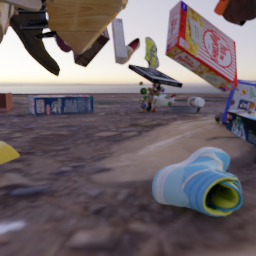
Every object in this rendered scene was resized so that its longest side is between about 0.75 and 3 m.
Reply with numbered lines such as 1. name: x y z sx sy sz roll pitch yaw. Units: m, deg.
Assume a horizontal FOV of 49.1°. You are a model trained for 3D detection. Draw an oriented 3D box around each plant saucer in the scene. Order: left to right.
1. plant saucer: -2.674 0.421 4.437 1.317 0.319 1.317 2 10 15

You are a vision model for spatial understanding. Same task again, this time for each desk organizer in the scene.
1. desk organizer: -6.189 -1.270 13.645 0.826 0.886 2.302 -3 9 -17

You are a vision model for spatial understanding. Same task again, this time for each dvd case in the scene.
1. dvd case: 1.000 -2.014 10.770 1.419 0.234 1.888 3 26 -33

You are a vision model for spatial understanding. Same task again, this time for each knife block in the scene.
1. knife block: -1.336 -2.666 6.085 2.146 1.884 0.687 -40 14 26

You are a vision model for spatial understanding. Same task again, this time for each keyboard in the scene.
1. keyboard: 3.142 -0.214 9.087 0.731 0.278 1.405 16 16 11

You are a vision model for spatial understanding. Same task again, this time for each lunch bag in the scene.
1. lunch bag: 3.554 -0.765 8.488 1.558 1.325 0.965 -1 21 -35

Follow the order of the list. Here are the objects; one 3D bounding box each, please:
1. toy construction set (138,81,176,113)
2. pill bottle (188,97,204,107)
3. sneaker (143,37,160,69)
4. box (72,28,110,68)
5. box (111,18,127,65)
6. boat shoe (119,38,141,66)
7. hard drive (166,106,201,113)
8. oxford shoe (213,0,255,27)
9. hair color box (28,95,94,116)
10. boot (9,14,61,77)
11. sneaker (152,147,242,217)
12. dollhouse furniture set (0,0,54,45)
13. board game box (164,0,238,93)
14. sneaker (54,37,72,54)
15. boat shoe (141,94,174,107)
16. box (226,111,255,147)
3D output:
1. toy construction set: 1.256 -1.402 13.419 1.717 1.432 1.320 1 -2 -11
2. pill bottle: 3.928 -1.481 16.161 0.558 0.558 0.959 -4 10 -22
3. sneaker: 0.962 -3.253 12.319 0.565 1.479 0.558 -25 20 -18
4. box: -1.457 -3.191 10.734 0.633 0.846 1.690 14 -40 -38
5. box: -0.291 -2.690 8.598 0.350 1.690 0.327 1 -30 -14
6. boat shoe: 0.021 -2.832 10.227 0.464 1.258 0.435 34 -18 7
7. hard drive: 2.565 -0.862 12.939 1.406 0.297 0.948 4 10 25
8. oxford shoe: 2.730 -3.008 6.153 0.960 0.942 2.647 41 6 2
9. hair color box: -2.984 -1.054 12.551 2.628 0.795 1.314 -5 10 -29
10. boot: -2.722 -2.905 8.482 1.374 2.836 1.059 -43 35 -2
11. sneaker: 0.943 0.566 2.976 1.241 0.494 0.810 -19 17 -39
12. dollhouse furniture set: -1.417 -1.366 3.608 0.775 1.354 1.588 13 -33 -18
13. board game box: 1.731 -1.842 6.473 1.891 1.432 0.438 24 -32 -26
14. sneaker: -1.574 -3.088 8.007 0.852 1.892 0.709 -1 -11 45
15. boat shoe: 1.657 -1.588 16.335 1.959 0.724 0.835 1 8 19
16. box: 3.614 0.004 6.364 2.007 0.554 2.939 1 9 5
